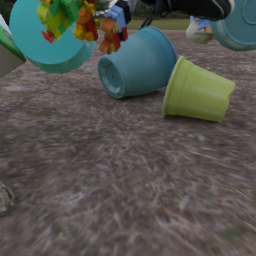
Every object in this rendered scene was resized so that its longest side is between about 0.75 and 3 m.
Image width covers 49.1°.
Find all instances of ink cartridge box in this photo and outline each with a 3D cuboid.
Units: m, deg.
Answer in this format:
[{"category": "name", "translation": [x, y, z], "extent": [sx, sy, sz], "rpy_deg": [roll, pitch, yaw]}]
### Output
[{"category": "ink cartridge box", "translation": [-3.651, -2.557, 5.537], "extent": [1.254, 2.984, 2.178], "rpy_deg": [-33, -14, 3]}]

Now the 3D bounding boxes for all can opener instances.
[{"category": "can opener", "translation": [0.641, -3.963, 10.926], "extent": [0.338, 1.067, 0.419], "rpy_deg": [17, 58, -12]}]

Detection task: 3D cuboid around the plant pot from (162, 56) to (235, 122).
[{"category": "plant pot", "translation": [1.984, -0.932, 7.746], "extent": [1.588, 1.727, 1.727], "rpy_deg": [19, 27, 14]}]

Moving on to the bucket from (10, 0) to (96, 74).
[{"category": "bucket", "translation": [-1.592, -2.069, 6.037], "extent": [1.785, 1.785, 1.161], "rpy_deg": [-2, 5, -5]}]

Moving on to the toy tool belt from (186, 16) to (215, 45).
[{"category": "toy tool belt", "translation": [2.327, -3.384, 8.405], "extent": [0.983, 1.574, 0.968], "rpy_deg": [4, -10, -18]}]

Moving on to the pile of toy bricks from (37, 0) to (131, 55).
[{"category": "pile of toy bricks", "translation": [-0.871, -1.770, 4.031], "extent": [1.318, 2.376, 1.173], "rpy_deg": [32, 75, 21]}]

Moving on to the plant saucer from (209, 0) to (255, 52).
[{"category": "plant saucer", "translation": [3.369, -3.186, 7.481], "extent": [2.369, 2.369, 0.325], "rpy_deg": [-2, 31, -6]}]

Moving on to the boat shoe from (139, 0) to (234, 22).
[{"category": "boat shoe", "translation": [0.493, -2.146, 4.389], "extent": [2.283, 0.757, 0.853], "rpy_deg": [30, -11, -1]}]

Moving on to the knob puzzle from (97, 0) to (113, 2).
[{"category": "knob puzzle", "translation": [-0.997, -5.160, 10.310], "extent": [1.561, 0.216, 1.561], "rpy_deg": [5, 60, -10]}]

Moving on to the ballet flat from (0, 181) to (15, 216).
[{"category": "ballet flat", "translation": [-2.443, 0.903, 4.670], "extent": [1.750, 0.406, 0.590], "rpy_deg": [20, 30, 39]}]

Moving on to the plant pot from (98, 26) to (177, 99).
[{"category": "plant pot", "translation": [0.182, -2.128, 9.804], "extent": [2.115, 2.251, 2.251], "rpy_deg": [-29, 34, -27]}]

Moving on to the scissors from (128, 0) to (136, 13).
[{"category": "scissors", "translation": [0.024, -2.947, 6.001], "extent": [0.965, 0.184, 2.639], "rpy_deg": [29, 39, -2]}]
